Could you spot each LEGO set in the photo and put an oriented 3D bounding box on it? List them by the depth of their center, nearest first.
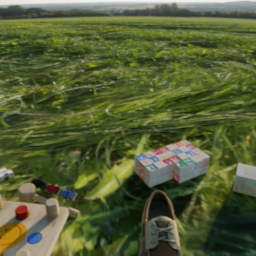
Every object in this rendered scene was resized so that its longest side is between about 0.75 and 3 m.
[{"bbox_3d":[-4.299,1.339,7.963,0.714,0.663,1.739,23,34,37],"label":"LEGO set"}]

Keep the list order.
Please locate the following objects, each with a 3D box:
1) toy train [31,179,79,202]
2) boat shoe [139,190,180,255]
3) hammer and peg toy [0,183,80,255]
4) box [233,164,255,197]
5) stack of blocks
[{"bbox_3d":[-1.942,1.622,7.371,1.474,0.338,0.251,13,61,22],"label":"toy train"},{"bbox_3d":[0.641,2.275,5.903,0.903,0.881,2.387,-1,28,-2],"label":"boat shoe"},{"bbox_3d":[-2.338,2.089,6.173,2.002,0.960,2.722,4,28,8],"label":"hammer and peg toy"},{"bbox_3d":[3.701,1.529,7.682,1.450,0.564,0.689,13,30,23],"label":"box"},{"bbox_3d":[1.318,1.104,8.463,1.979,0.580,1.140,-15,32,-26],"label":"stack of blocks"}]
